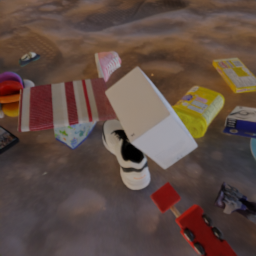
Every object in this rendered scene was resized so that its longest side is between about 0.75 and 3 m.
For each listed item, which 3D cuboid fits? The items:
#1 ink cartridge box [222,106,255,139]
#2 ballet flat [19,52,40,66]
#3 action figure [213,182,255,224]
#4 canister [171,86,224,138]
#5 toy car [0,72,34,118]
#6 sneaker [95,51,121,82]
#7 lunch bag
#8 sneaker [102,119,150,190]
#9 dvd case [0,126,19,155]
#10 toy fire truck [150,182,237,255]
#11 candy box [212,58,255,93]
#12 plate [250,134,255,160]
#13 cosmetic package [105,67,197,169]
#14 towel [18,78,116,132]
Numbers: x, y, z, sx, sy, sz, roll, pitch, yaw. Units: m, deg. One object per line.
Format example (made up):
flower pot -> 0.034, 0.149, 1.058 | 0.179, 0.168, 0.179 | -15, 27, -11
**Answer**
ink cartridge box -> 4.352, -0.191, 9.470 | 1.858, 0.378, 1.862 | 11, 29, 31
ballet flat -> -4.743, -3.379, 13.457 | 0.444, 0.444, 1.214 | 26, 49, 25
action figure -> 3.393, 2.237, 7.179 | 2.264, 0.786, 1.473 | 24, 37, 18
canister -> 2.475, -0.648, 10.203 | 1.470, 0.856, 1.979 | 25, 47, 27
toy car -> -4.409, -1.372, 10.544 | 1.683, 1.442, 1.923 | -14, 45, -13
sneaker -> -0.853, -2.813, 12.529 | 1.147, 0.826, 2.195 | -10, 39, -3
lunch bag -> -1.696, -0.418, 9.495 | 1.105, 1.475, 1.735 | 29, 51, 24
sneaker -> -0.070, 0.505, 8.776 | 1.054, 1.143, 2.859 | -18, 44, -16
dvd case -> -5.034, 0.374, 9.589 | 2.193, 0.192, 1.564 | 28, 49, 27
toy fire truck -> 1.563, 2.433, 6.465 | 0.623, 1.803, 2.557 | -35, 79, -9
candy box -> 4.800, -2.383, 12.450 | 1.230, 0.318, 2.406 | -8, 43, -5
plate -> 5.131, 0.857, 8.915 | 2.436, 0.311, 2.436 | -1, 45, 1
cosmetic package -> 0.705, -0.267, 8.436 | 1.345, 2.188, 2.182 | -38, 50, 12
towel -> -1.924, -0.742, 8.720 | 2.790, 0.317, 2.010 | -9, 45, -9
